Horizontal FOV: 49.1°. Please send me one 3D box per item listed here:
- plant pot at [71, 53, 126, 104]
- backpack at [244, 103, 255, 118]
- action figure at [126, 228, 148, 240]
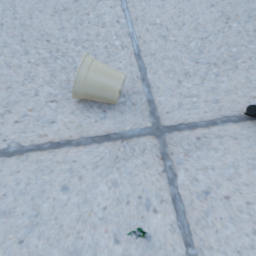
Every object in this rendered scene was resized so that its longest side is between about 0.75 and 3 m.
[{"bbox_3d":[-1.062,-1.744,10.869,1.707,1.864,1.864,18,59,-1],"label":"plant pot"},{"bbox_3d":[4.850,-0.636,10.534,0.749,0.898,0.568,21,101,29],"label":"backpack"},{"bbox_3d":[0.355,3.139,8.241,0.522,0.884,0.242,-23,58,16],"label":"action figure"}]
